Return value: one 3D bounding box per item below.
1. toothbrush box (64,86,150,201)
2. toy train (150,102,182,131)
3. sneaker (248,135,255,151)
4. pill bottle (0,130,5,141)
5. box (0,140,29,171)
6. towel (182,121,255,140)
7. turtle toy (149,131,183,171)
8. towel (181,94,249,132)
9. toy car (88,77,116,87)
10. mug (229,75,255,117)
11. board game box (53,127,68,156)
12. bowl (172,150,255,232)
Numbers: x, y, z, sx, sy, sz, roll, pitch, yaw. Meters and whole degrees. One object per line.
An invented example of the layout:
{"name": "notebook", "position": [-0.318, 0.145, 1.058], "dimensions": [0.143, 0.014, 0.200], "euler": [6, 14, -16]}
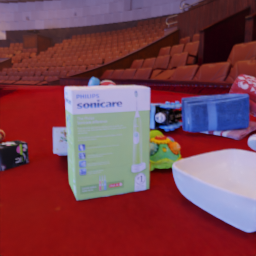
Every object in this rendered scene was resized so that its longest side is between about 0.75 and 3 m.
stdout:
{"name": "toothbrush box", "position": [-0.474, 0.254, 6.433], "dimensions": [1.738, 2.387, 1.028], "euler": [-5, 13, -20]}
{"name": "toy train", "position": [1.556, -0.562, 12.947], "dimensions": [1.707, 1.295, 2.988], "euler": [3, 8, 25]}
{"name": "sneaker", "position": [4.963, 0.250, 8.992], "dimensions": [2.073, 0.751, 1.182], "euler": [4, 51, 18]}
{"name": "pill bottle", "position": [-5.059, 0.372, 10.538], "dimensions": [0.471, 0.471, 0.834], "euler": [1, 13, 5]}
{"name": "box", "position": [-3.427, 0.785, 8.110], "dimensions": [0.550, 0.658, 0.885], "euler": [9, 15, 37]}
{"name": "towel", "position": [4.124, -0.024, 12.549], "dimensions": [1.981, 0.313, 2.751], "euler": [-19, 20, -38]}
{"name": "turtle toy", "position": [0.884, 0.638, 8.159], "dimensions": [1.323, 0.918, 1.816], "euler": [-2, 12, -7]}
{"name": "towel", "position": [3.564, -0.594, 11.465], "dimensions": [2.698, 1.507, 0.655], "euler": [-4, 14, 7]}
{"name": "toy car", "position": [-1.109, -1.091, 13.698], "dimensions": [1.930, 1.852, 2.094], "euler": [18, 34, -28]}
{"name": "mug", "position": [5.883, -1.268, 12.074], "dimensions": [2.781, 1.855, 2.468], "euler": [29, 6, 30]}
{"name": "board game box", "position": [-0.990, 0.419, 8.526], "dimensions": [2.374, 0.763, 1.752], "euler": [-2, -7, -10]}
{"name": "bowl", "position": [2.293, 1.199, 5.674], "dimensions": [2.315, 0.865, 2.319], "euler": [-7, 15, -31]}
